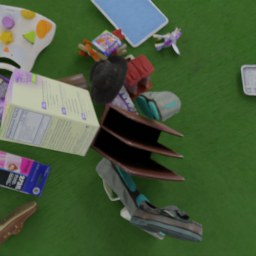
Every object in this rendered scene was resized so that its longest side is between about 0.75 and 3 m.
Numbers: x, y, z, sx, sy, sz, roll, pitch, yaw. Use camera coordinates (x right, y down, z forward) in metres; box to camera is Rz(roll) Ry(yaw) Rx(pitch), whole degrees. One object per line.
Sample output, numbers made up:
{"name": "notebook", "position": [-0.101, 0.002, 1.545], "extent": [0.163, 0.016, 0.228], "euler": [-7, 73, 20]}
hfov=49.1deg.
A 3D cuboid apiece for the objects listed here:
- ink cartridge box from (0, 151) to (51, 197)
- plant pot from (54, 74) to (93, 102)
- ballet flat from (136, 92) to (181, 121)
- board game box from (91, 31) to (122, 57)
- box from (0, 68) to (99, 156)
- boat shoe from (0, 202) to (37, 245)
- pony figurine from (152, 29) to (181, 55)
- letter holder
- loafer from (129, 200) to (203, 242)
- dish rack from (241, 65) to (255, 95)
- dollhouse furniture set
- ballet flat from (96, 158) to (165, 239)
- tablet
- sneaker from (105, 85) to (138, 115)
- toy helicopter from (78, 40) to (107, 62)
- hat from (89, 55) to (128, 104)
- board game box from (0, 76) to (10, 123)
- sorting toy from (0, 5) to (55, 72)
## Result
{"name": "ink cartridge box", "position": [-3.511, 1.341, 8.518], "extent": [2.061, 0.382, 0.976], "euler": [15, 72, 3]}
{"name": "plant pot", "position": [-1.841, -1.086, 8.829], "extent": [1.228, 1.240, 1.240], "euler": [-21, 72, -8]}
{"name": "ballet flat", "position": [0.816, -0.633, 7.541], "extent": [0.744, 2.336, 0.787], "euler": [-26, 102, -5]}
{"name": "board game box", "position": [-0.639, -2.483, 8.191], "extent": [0.578, 0.192, 0.859], "euler": [-41, 46, -2]}
{"name": "box", "position": [-1.897, -0.381, 6.756], "extent": [1.971, 0.953, 1.734], "euler": [16, 29, -28]}
{"name": "boat shoe", "position": [-3.259, 2.730, 7.976], "extent": [1.588, 0.572, 0.536], "euler": [-36, 108, -19]}
{"name": "pony figurine", "position": [1.433, -3.064, 9.888], "extent": [1.001, 0.834, 0.966], "euler": [-13, 61, 11]}
{"name": "letter holder", "position": [0.551, 0.476, 7.276], "extent": [1.703, 2.397, 1.205], "euler": [31, 99, 43]}
{"name": "loafer", "position": [0.793, 2.007, 6.357], "extent": [0.835, 2.325, 0.731], "euler": [32, 65, -21]}
{"name": "dish rack", "position": [4.353, -1.589, 9.573], "extent": [0.974, 0.247, 1.135], "euler": [1, 71, 1]}
{"name": "dollhouse furniture set", "position": [-0.176, -2.208, 9.248], "extent": [0.963, 1.275, 2.369], "euler": [-32, 73, -8]}
{"name": "ballet flat", "position": [0.007, 2.057, 8.085], "extent": [0.888, 0.940, 2.789], "euler": [-39, 75, 17]}
{"name": "tablet", "position": [0.028, -4.385, 10.411], "extent": [1.712, 0.180, 2.631], "euler": [-39, 82, -8]}
{"name": "sneaker", "position": [-0.251, -0.658, 9.004], "extent": [0.855, 0.778, 1.933], "euler": [-27, 79, 3]}
{"name": "toy helicopter", "position": [-1.085, -2.548, 9.643], "extent": [1.342, 0.887, 0.529], "euler": [24, 101, -9]}
{"name": "hat", "position": [-0.709, -1.418, 7.728], "extent": [1.486, 0.600, 1.486], "euler": [-14, 68, 36]}
{"name": "board game box", "position": [-4.603, -0.743, 9.262], "extent": [1.288, 0.347, 2.146], "euler": [26, 73, 13]}
{"name": "sorting toy", "position": [-4.026, -2.959, 9.742], "extent": [2.375, 1.269, 2.138], "euler": [11, 90, 4]}
